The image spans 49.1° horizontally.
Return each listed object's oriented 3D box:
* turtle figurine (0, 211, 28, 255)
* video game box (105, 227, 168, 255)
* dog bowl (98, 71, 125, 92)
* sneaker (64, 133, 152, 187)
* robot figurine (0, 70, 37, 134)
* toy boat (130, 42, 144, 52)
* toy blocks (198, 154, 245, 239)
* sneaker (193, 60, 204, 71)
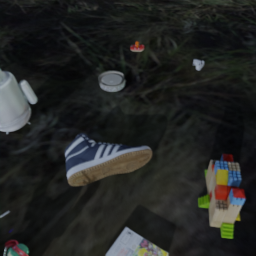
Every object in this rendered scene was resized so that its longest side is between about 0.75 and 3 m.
[{"bbox_3d":[-3.051,3.332,5.992,2.038,1.371,2.722,17,59,40],"label":"turtle figurine"},{"bbox_3d":[0.089,3.312,6.774,1.270,0.326,1.394,23,46,27],"label":"video game box"},{"bbox_3d":[-0.734,-2.110,12.822,1.280,0.375,1.280,0,42,0],"label":"dog bowl"},{"bbox_3d":[-0.722,0.786,9.126,2.784,0.976,1.510,-16,46,-13],"label":"sneaker"},{"bbox_3d":[-4.353,-0.914,9.736,2.189,2.581,1.457,-18,40,-5],"label":"robot figurine"},{"bbox_3d":[0.505,-4.502,15.415,0.755,0.494,0.493,4,42,4],"label":"toy boat"},{"bbox_3d":[2.643,1.593,7.774,1.135,1.552,2.271,5,41,6],"label":"toy blocks"},{"bbox_3d":[3.448,-3.163,14.055,0.501,0.327,0.871,21,41,23],"label":"sneaker"}]
